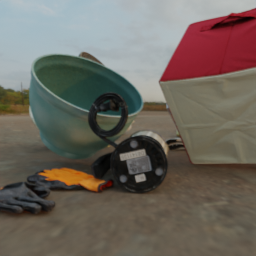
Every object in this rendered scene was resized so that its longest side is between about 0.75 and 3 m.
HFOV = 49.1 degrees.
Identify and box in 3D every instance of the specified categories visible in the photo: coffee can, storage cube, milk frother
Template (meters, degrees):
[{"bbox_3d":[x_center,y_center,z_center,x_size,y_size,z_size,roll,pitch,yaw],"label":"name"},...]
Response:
[{"bbox_3d":[-1.681,-0.929,9.047,2.489,1.822,1.822,-39,-10,19],"label":"coffee can"},{"bbox_3d":[2.630,-0.926,6.578,2.557,2.992,2.689,-3,40,32],"label":"storage cube"},{"bbox_3d":[0.056,0.201,5.370,1.488,1.649,1.551,5,4,7],"label":"milk frother"}]

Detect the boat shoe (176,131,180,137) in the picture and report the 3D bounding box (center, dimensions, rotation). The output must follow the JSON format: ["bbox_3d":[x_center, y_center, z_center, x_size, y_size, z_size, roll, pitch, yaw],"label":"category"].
[{"bbox_3d":[3.282,0.084,13.750,2.168,0.680,0.795,-3,6,-36],"label":"boat shoe"}]

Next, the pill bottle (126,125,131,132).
[{"bbox_3d":[-1.099,-0.291,14.119,2.347,1.403,1.403,-1,4,-30],"label":"pill bottle"}]

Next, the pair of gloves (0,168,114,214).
[{"bbox_3d":[-1.446,0.978,4.712,1.785,0.248,2.003,3,6,32],"label":"pair of gloves"}]

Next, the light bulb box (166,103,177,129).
[{"bbox_3d":[1.994,-0.871,9.696,0.979,1.569,1.555,-14,-44,21],"label":"light bulb box"}]

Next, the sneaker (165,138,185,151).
[{"bbox_3d":[1.890,0.504,9.520,1.335,0.492,0.534,1,2,6],"label":"sneaker"}]

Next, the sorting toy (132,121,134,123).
[{"bbox_3d":[-0.304,-0.623,12.420,1.723,1.274,0.254,-38,-9,-40],"label":"sorting toy"}]

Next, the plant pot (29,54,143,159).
[{"bbox_3d":[-1.136,-0.357,6.594,2.550,1.709,2.550,19,30,-12],"label":"plant pot"}]
